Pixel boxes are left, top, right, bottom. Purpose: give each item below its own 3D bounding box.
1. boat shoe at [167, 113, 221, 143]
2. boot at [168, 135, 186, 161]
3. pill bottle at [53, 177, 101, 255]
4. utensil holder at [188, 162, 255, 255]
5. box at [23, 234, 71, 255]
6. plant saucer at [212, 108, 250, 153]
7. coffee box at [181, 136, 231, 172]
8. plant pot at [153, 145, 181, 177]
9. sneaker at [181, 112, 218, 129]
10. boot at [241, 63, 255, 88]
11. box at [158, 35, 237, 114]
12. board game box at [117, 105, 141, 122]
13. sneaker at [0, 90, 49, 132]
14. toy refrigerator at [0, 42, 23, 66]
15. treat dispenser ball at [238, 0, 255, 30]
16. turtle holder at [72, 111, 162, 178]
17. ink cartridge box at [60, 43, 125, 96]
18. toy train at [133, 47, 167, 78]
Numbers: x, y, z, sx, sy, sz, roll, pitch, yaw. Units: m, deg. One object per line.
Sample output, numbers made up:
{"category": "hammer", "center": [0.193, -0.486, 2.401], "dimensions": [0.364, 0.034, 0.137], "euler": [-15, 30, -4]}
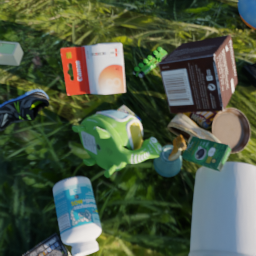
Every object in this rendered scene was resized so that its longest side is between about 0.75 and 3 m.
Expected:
{"category": "boat shoe", "center": [2.500, 0.454, 10.457], "dimensions": [0.845, 0.900, 2.442], "euler": [-39, 57, -17]}
{"category": "boot", "center": [1.563, 0.661, 9.224], "dimensions": [0.280, 0.797, 0.571], "euler": [27, 29, -31]}
{"category": "pill bottle", "center": [-1.599, 2.820, 8.942], "dimensions": [1.263, 1.263, 2.280], "euler": [-15, 64, -8]}
{"category": "utensil holder", "center": [3.102, 2.739, 8.382], "dimensions": [2.385, 2.385, 2.807], "euler": [10, 60, 5]}
{"category": "box", "center": [-2.687, 4.666, 8.364], "dimensions": [2.342, 0.519, 1.877], "euler": [-32, 67, -16]}
{"category": "plant saucer", "center": [3.864, 0.104, 10.645], "dimensions": [1.712, 0.275, 1.712], "euler": [2, 83, -16]}
{"category": "coffee box", "center": [2.248, 0.728, 8.119], "dimensions": [1.254, 0.276, 0.771], "euler": [14, 68, 47]}
{"category": "plant pot", "center": [1.435, 1.116, 10.017], "dimensions": [1.035, 0.972, 1.035], "euler": [-2, 62, 3]}
{"category": "sneaker", "center": [2.891, -0.428, 11.008], "dimensions": [1.866, 0.699, 0.841], "euler": [9, 56, 6]}
{"category": "boot", "center": [5.742, -2.384, 12.174], "dimensions": [1.084, 0.493, 1.290], "euler": [-19, 57, -6]}
{"category": "box", "center": [2.647, -1.965, 10.281], "dimensions": [2.000, 2.021, 2.436], "euler": [-1, 30, 34]}
{"category": "board game box", "center": [-0.356, -0.134, 11.129], "dimensions": [1.478, 0.215, 0.995], "euler": [-41, 68, -20]}
{"category": "sneaker", "center": [-4.216, -0.630, 11.020], "dimensions": [2.437, 0.864, 1.010], "euler": [-35, 60, -20]}
{"category": "toy refrigerator", "center": [-5.963, -3.413, 12.597], "dimensions": [2.112, 0.739, 0.802], "euler": [6, 62, 4]}
{"category": "treat dispenser ball", "center": [6.450, -5.821, 12.829], "dimensions": [2.638, 2.638, 2.638], "euler": [0, 62, 0]}
{"category": "turtle holder", "center": [-0.360, 0.297, 9.246], "dimensions": [1.886, 2.655, 2.018], "euler": [-31, 98, -37]}
{"category": "ink cartridge box", "center": [-1.191, -1.985, 9.634], "dimensions": [2.081, 1.687, 0.522], "euler": [-6, 18, -5]}
{"category": "toy train", "center": [0.998, -2.900, 12.538], "dimensions": [0.550, 0.407, 1.952], "euler": [42, 69, 9]}
